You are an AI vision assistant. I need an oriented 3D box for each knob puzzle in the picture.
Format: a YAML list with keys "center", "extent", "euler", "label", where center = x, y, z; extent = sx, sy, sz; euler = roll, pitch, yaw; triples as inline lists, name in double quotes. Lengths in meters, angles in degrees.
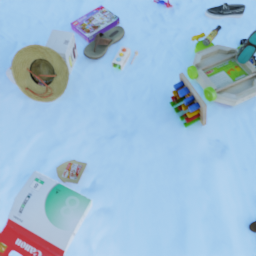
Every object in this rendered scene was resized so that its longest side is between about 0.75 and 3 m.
- center: [-1.619, 1.212, 7.755]
  extent: [0.869, 0.121, 0.869]
  euler: [-2, 46, 2]
  label: "knob puzzle"

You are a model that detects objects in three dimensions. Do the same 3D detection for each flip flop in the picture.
- center: [-0.869, -3.168, 10.073]
  extent: [0.791, 0.562, 1.951]
  euler: [39, 68, 20]
  label: "flip flop"

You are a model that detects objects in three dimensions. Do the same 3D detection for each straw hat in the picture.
- center: [-2.677, -1.806, 8.845]
  extent: [1.879, 1.879, 0.795]
  euler: [1, 32, 1]
  label: "straw hat"

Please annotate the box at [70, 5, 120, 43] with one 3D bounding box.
- center: [-1.250, -3.989, 10.704]
  extent: [1.581, 0.309, 1.082]
  euler: [-39, 67, -20]
  label: "box"

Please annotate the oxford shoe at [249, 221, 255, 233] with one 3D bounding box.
- center: [3.461, 2.398, 6.894]
  extent: [0.917, 0.387, 0.333]
  euler: [-12, 68, 11]
  label: "oxford shoe"

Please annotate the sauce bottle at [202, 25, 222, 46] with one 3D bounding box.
- center: [2.925, -3.224, 9.707]
  extent: [0.280, 0.280, 0.867]
  euler: [35, 76, 19]
  label: "sauce bottle"

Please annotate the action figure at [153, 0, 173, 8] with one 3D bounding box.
- center: [1.452, -5.159, 11.348]
  extent: [0.851, 0.421, 0.278]
  euler: [32, 65, 14]
  label: "action figure"

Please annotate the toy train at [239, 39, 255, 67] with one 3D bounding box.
- center: [4.283, -2.692, 10.003]
  extent: [0.303, 0.226, 1.323]
  euler: [-9, 60, -1]
  label: "toy train"

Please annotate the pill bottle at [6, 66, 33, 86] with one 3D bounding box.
- center: [-3.312, -2.061, 9.312]
  extent: [0.784, 0.784, 1.398]
  euler: [24, 63, 13]
  label: "pill bottle"

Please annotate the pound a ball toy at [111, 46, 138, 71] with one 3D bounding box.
- center: [-0.098, -2.464, 9.757]
  extent: [0.634, 0.413, 0.972]
  euler: [20, 62, 12]
  label: "pound a ball toy"

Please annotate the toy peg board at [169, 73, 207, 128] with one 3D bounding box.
- center: [1.703, -0.699, 8.301]
  extent: [0.637, 1.298, 1.303]
  euler: [-29, 63, 1]
  label: "toy peg board"

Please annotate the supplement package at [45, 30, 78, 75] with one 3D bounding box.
- center: [-2.238, -2.522, 9.420]
  extent: [0.770, 1.047, 1.001]
  euler: [10, 61, 4]
  label: "supplement package"

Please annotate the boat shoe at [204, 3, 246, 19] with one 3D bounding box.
- center: [3.794, -4.640, 10.947]
  extent: [1.546, 0.548, 0.557]
  euler: [-3, 60, -2]
  label: "boat shoe"

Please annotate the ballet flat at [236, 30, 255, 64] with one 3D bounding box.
- center: [3.923, -2.708, 8.679]
  extent: [0.621, 1.673, 0.621]
  euler: [7, 64, -14]
  label: "ballet flat"

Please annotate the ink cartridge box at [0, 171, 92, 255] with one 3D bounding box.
- center: [-2.177, 2.392, 6.881]
  extent: [1.780, 0.554, 2.211]
  euler: [23, 61, 13]
  label: "ink cartridge box"

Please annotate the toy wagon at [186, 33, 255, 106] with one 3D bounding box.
- center: [3.108, -2.077, 9.446]
  extent: [2.268, 0.578, 2.923]
  euler: [-23, 62, -13]
  label: "toy wagon"
